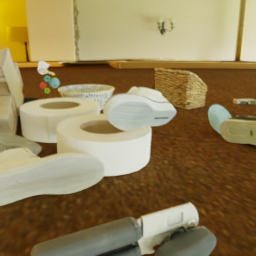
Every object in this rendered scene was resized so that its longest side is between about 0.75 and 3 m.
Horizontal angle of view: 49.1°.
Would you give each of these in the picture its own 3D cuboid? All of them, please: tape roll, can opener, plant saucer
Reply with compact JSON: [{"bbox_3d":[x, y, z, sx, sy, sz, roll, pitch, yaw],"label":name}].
[{"bbox_3d":[-0.640,0.346,7.404,2.470,0.864,2.470,2,18,-1],"label":"tape roll"},{"bbox_3d":[0.039,1.645,3.749,2.475,0.660,0.827,-9,18,-24],"label":"can opener"},{"bbox_3d":[3.114,-0.235,9.579,1.141,1.141,0.220,-12,-16,-34],"label":"plant saucer"},{"bbox_3d":[-2.330,-0.354,9.739,2.699,0.944,2.699,1,17,0],"label":"tape roll"}]

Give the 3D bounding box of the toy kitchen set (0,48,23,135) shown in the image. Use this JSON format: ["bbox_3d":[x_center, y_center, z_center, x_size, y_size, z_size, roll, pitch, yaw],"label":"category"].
[{"bbox_3d":[-4.778,-1.256,8.815,2.345,2.121,2.599,-3,51,-8],"label":"toy kitchen set"}]

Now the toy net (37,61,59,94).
[{"bbox_3d":[-3.039,-1.901,10.286,0.690,1.314,0.254,-27,46,-7],"label":"toy net"}]

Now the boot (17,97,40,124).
[{"bbox_3d":[-5.048,-0.792,11.048,2.966,1.027,2.582,-14,22,-35],"label":"boot"}]

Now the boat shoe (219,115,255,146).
[{"bbox_3d":[4.032,0.137,8.085,0.910,0.966,2.691,-17,22,-33],"label":"boat shoe"}]

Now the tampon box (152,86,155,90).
[{"bbox_3d":[1.916,-2.256,16.639,0.607,0.511,0.809,14,22,38],"label":"tampon box"}]

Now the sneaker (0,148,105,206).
[{"bbox_3d":[-1.842,0.799,6.070,2.467,0.909,1.426,-7,21,-18],"label":"sneaker"}]

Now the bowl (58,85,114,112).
[{"bbox_3d":[-1.774,-1.166,12.059,2.367,1.111,2.367,0,15,0],"label":"bowl"}]

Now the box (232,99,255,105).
[{"bbox_3d":[5.921,-1.334,14.214,1.033,0.179,0.568,0,17,-1],"label":"box"}]

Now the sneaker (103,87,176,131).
[{"bbox_3d":[0.196,-0.543,7.003,0.924,0.953,2.610,51,25,25],"label":"sneaker"}]

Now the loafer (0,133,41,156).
[{"bbox_3d":[-3.273,0.487,7.619,1.904,0.666,0.664,14,15,17],"label":"loafer"}]

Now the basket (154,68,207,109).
[{"bbox_3d":[2.634,-2.047,13.825,1.707,1.782,2.392,-14,21,-38],"label":"basket"}]
